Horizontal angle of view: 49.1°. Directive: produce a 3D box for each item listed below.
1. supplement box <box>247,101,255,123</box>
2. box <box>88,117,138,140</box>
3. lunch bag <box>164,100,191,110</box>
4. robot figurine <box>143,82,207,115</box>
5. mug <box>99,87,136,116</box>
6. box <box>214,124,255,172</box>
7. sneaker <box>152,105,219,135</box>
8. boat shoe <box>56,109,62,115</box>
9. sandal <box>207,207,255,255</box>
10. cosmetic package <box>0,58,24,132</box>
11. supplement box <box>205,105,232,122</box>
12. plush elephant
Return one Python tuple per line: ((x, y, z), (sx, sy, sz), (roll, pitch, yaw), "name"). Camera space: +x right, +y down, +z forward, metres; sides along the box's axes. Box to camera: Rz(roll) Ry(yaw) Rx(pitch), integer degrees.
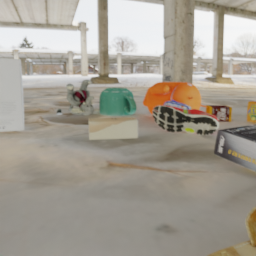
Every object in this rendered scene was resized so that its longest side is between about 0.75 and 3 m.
((6.611, -0.715, 12.072), (2.879, 0.990, 0.958), (-6, 10, -17), "supplement box")
((-0.497, 0.008, 9.104), (1.556, 0.605, 0.739), (-2, 11, -9), "box")
((1.914, -0.611, 11.299), (1.171, 0.938, 0.442), (17, 20, 25), "lunch bag")
((2.046, -1.227, 12.708), (1.712, 2.112, 2.936), (-35, 28, -32), "robot figurine")
((-0.429, -1.417, 14.676), (2.198, 1.359, 1.806), (4, 11, 18), "mug")
((3.492, 0.463, 6.115), (2.521, 0.609, 1.997), (-8, 20, -35), "box")
((2.011, -0.312, 9.910), (2.338, 0.900, 0.993), (15, 26, 16), "sneaker")
((-3.598, -0.838, 14.533), (0.290, 0.285, 0.804), (-3, 11, -14), "boat shoe")
((1.598, 1.110, 3.005), (2.076, 0.683, 0.761), (-7, 13, -32), "sandal")
((-4.960, -1.337, 10.848), (1.603, 2.608, 2.600), (-5, 12, -23), "cosmetic package")
((4.067, -0.663, 12.653), (0.952, 0.632, 0.939), (1, 11, 4), "supplement box")
((-2.285, -1.309, 14.239), (1.472, 1.901, 1.566), (31, 27, 25), "plush elephant")
